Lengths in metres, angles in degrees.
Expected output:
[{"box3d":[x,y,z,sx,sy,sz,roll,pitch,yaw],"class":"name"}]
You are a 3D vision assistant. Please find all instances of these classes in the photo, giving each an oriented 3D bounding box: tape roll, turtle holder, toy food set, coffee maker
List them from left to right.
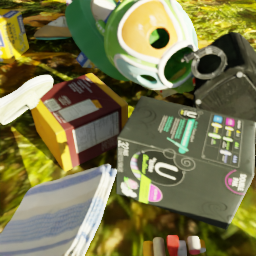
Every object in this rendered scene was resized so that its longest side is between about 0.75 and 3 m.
[{"box3d":[-0.495,-2.781,8.370,2.860,0.687,2.860,32,40,-31],"class":"tape roll"},{"box3d":[0.614,-1.667,6.434,1.985,2.613,1.855,-28,54,-16],"class":"turtle holder"},{"box3d":[0.753,1.992,4.417,1.002,0.478,0.451,0,52,0],"class":"toy food set"},{"box3d":[2.375,-1.246,6.573,1.742,2.484,2.586,-13,31,20],"class":"coffee maker"}]

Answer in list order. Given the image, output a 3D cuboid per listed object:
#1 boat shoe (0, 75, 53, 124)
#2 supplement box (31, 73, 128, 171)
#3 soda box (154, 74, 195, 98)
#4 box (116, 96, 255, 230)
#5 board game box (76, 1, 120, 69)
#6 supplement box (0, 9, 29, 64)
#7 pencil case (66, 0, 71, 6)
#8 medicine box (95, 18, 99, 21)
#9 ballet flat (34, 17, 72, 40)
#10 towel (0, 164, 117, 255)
[{"box3d":[-2.075,-0.571,5.707,1.387,0.499,0.430,-38,82,-18],"class":"boat shoe"},{"box3d":[-1.132,-0.226,6.460,1.676,1.113,1.653,-24,46,-25],"class":"supplement box"},{"box3d":[1.558,-1.485,8.370,1.672,0.532,0.569,-22,45,-23],"class":"soda box"},{"box3d":[0.996,0.592,5.126,2.132,1.584,1.325,15,43,13],"class":"box"},{"box3d":[-0.463,-2.632,8.295,0.355,2.059,1.394,50,27,12],"class":"board game box"},{"box3d":[-5.067,-3.292,9.802,2.539,1.382,1.391,9,42,10],"class":"supplement box"},{"box3d":[-1.693,-5.493,12.693,2.265,0.941,1.027,24,37,25],"class":"pencil case"},{"box3d":[-0.641,-4.361,11.592,1.175,0.664,1.290,-13,43,-15],"class":"medicine box"},{"box3d":[-2.140,-3.819,10.714,2.922,0.921,1.003,2,21,0],"class":"ballet flat"},{"box3d":[-1.351,1.655,3.982,2.032,0.329,2.766,-20,25,25],"class":"towel"}]
